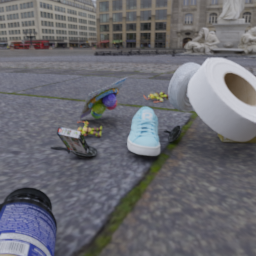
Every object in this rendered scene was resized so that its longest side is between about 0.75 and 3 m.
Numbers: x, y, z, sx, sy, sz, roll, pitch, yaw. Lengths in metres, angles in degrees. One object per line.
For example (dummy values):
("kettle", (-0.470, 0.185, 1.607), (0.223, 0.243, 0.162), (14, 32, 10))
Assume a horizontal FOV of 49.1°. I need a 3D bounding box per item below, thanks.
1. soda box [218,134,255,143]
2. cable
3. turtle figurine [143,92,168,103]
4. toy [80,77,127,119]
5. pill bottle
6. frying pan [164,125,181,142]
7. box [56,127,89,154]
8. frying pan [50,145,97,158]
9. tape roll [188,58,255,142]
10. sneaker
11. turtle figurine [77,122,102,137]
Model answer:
("soda box", (4.329, 0.112, 9.893), (2.104, 0.674, 0.713), (1, 18, 4))
("cable", (2.203, -1.430, 10.062), (1.741, 1.740, 0.603), (26, 11, -45))
("turtle figurine", (1.631, -1.794, 15.829), (1.167, 0.466, 1.447), (-13, 23, -33))
("toy", (-0.954, -0.931, 11.220), (1.630, 0.668, 2.831), (-29, -3, -22))
("pill bottle", (-1.681, 1.792, 4.202), (1.146, 1.146, 2.050), (-3, 19, -8))
("frying pan", (1.530, 0.268, 9.891), (0.178, 0.662, 1.095), (33, -28, -15))
("box", (-1.395, 0.347, 7.206), (0.586, 1.065, 0.185), (12, 66, 10))
("frying pan", (-1.547, 0.743, 8.452), (0.841, 0.226, 1.391), (26, 22, 35))
("tape roll", (3.188, -0.925, 8.649), (2.688, 0.940, 2.688), (16, 49, -19))
("sneaker", (0.505, -0.019, 9.248), (1.054, 1.168, 2.851), (2, 18, -3))
("turtle figurine", (-1.443, 0.144, 10.168), (0.935, 0.373, 1.159), (7, 26, -4))
